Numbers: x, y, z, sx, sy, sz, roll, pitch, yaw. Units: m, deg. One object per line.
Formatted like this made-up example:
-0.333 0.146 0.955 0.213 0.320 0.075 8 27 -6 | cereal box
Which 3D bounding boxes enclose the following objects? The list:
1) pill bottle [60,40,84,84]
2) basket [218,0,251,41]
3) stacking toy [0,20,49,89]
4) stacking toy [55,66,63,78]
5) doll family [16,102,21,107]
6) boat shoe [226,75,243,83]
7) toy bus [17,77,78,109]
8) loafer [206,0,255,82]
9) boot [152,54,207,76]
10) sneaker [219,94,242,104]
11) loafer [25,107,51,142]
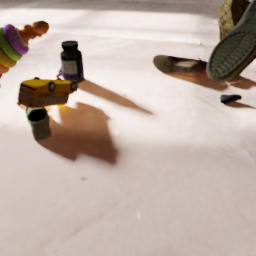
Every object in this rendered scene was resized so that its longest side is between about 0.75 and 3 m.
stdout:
-2.297 -2.684 11.449 0.906 1.620 0.906 0 34 0 | pill bottle
3.231 -3.189 8.908 1.165 1.216 1.633 15 69 -22 | basket
-2.701 -1.866 6.312 2.093 1.148 1.214 -27 -10 8 | stacking toy
-2.851 -2.446 12.191 0.561 0.531 0.967 7 45 25 | stacking toy
-3.582 -1.003 10.034 0.999 0.450 0.620 6 35 9 | doll family
4.359 -2.087 11.691 0.888 0.319 0.288 -8 52 -18 | boat shoe
-2.641 -1.226 9.549 0.738 0.888 2.268 19 15 19 | toy bus
2.717 -1.922 6.310 2.368 0.799 0.901 -51 51 3 | loafer
2.429 -2.871 12.717 2.235 0.809 1.859 26 31 33 | boot
3.753 -1.020 10.254 0.779 0.291 0.414 2 38 20 | sneaker
-2.849 -0.354 8.887 0.746 0.673 1.973 -15 37 -21 | loafer
